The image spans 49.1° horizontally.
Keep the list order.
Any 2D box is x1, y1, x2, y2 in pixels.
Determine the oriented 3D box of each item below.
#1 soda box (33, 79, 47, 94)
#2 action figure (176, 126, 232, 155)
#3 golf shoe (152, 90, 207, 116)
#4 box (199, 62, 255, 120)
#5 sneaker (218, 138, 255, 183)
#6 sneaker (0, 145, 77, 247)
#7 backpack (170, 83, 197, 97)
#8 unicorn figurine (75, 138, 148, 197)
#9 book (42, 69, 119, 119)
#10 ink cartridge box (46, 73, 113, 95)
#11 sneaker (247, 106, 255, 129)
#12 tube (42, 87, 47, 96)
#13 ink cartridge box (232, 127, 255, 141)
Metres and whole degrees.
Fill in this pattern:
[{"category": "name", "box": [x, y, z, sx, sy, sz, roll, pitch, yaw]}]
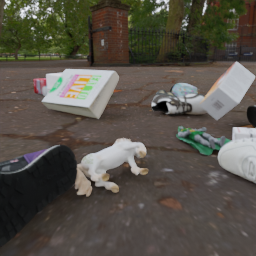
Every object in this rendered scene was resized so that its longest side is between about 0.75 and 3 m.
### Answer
[{"category": "soda box", "box": [-4.179, -2.545, 16.589, 2.585, 0.820, 0.905, -12, 19, -40]}, {"category": "action figure", "box": [1.738, 0.218, 7.115, 0.965, 0.447, 1.633, -10, 14, -22]}, {"category": "golf shoe", "box": [1.933, -0.754, 10.315, 2.242, 0.872, 1.059, 8, 38, 26]}, {"category": "box", "box": [3.041, -1.137, 8.628, 0.761, 1.090, 1.432, 40, 58, 3]}, {"category": "sneaker", "box": [2.459, 0.716, 4.702, 2.082, 0.782, 0.844, 12, 28, 40]}, {"category": "sneaker", "box": [-1.846, 0.950, 3.899, 1.085, 0.939, 2.478, -9, 6, 28]}, {"category": "backpack", "box": [2.675, -1.658, 13.220, 1.134, 0.860, 1.359, -1, 18, -14]}, {"category": "unicorn figurine", "box": [-0.184, 0.579, 5.159, 1.876, 0.693, 1.289, -8, 17, -27]}, {"category": "book", "box": [-1.824, -1.416, 10.629, 2.722, 0.654, 1.818, 10, 62, 37]}, {"category": "ink cartridge box", "box": [-2.561, -2.291, 14.869, 2.085, 1.204, 2.865, 14, 21, 43]}, {"category": "sneaker", "box": [4.448, -0.272, 8.101, 1.130, 0.783, 1.872, -9, 25, -14]}, {"category": "tube", "box": [-3.840, -2.077, 15.654, 0.745, 0.485, 1.924, 16, 17, 39]}, {"category": "ink cartridge box", "box": [3.110, 0.245, 7.055, 0.864, 0.358, 0.634, 4, 16, 15]}]
